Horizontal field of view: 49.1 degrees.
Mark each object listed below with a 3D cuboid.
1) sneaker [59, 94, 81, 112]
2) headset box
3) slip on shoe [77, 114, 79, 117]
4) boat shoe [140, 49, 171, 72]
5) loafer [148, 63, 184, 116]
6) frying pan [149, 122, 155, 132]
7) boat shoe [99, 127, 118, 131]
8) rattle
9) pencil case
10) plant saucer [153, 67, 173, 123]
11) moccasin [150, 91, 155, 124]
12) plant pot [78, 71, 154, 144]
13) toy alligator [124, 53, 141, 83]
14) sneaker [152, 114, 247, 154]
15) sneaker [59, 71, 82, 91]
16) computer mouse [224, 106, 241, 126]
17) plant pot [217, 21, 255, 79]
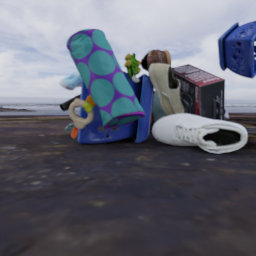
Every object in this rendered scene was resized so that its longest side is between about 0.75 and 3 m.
[{"bbox_3d":[-2.061,-0.902,10.582,0.687,0.484,1.294,-31,10,-34],"label":"sneaker"},{"bbox_3d":[2.429,-0.996,9.941,0.991,1.910,2.566,-17,28,-13],"label":"headset box"},{"bbox_3d":[-0.636,-0.350,10.786,2.585,0.983,0.783,3,30,15],"label":"slip on shoe"},{"bbox_3d":[0.797,-2.218,9.338,0.796,0.797,2.263,-12,9,-2],"label":"boat shoe"},{"bbox_3d":[1.230,-1.041,8.168,0.649,1.901,0.719,-9,37,37],"label":"loafer"},{"bbox_3d":[0.086,-0.395,11.328,2.657,0.432,1.607,3,44,-46],"label":"frying pan"},{"bbox_3d":[-0.518,-0.090,8.715,1.474,0.530,0.478,-16,-5,11],"label":"boat shoe"},{"bbox_3d":[-1.221,-0.345,7.427,0.702,1.078,0.770,13,35,-8],"label":"rattle"},{"bbox_3d":[-0.607,-1.219,7.108,1.103,2.591,1.197,-25,-11,-4],"label":"pencil case"},{"bbox_3d":[1.979,-1.158,12.010,0.540,2.803,2.803,14,11,32],"label":"plant saucer"},{"bbox_3d":[1.376,-1.205,11.940,2.891,1.116,1.057,-30,52,-26],"label":"moccasin"},{"bbox_3d":[-0.399,-0.717,8.984,2.137,2.377,2.376,5,5,-4],"label":"plant pot"},{"bbox_3d":[0.090,-1.656,7.931,0.472,1.425,0.342,31,-53,-25],"label":"toy alligator"},{"bbox_3d":[1.685,0.093,7.062,2.505,0.923,1.448,3,2,20],"label":"sneaker"},{"bbox_3d":[-1.999,-1.834,10.292,0.594,0.658,1.607,31,21,2],"label":"sneaker"},{"bbox_3d":[3.594,-0.566,10.750,0.377,1.718,0.942,-42,16,-25],"label":"computer mouse"},{"bbox_3d":[2.278,-1.588,5.558,0.782,0.870,0.870,21,54,41],"label":"plant pot"}]
